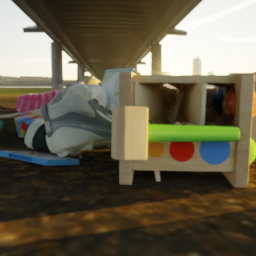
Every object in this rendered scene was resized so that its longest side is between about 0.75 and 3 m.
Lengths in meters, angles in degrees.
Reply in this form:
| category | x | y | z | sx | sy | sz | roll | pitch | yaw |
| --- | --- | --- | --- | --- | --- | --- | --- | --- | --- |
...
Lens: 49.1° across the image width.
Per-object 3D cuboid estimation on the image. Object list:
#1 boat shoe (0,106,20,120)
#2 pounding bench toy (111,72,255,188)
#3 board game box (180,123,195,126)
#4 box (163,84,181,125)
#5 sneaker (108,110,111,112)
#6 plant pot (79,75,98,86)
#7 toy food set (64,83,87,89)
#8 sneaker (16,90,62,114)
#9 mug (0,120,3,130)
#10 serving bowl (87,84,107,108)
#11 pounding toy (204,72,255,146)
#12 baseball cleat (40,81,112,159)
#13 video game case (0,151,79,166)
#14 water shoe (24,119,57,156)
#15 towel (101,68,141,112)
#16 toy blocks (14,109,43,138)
| category | x | y | z | sx | sy | sz | roll | pitch | yaw |
| --- | --- | --- | --- | --- | --- | --- | --- | --- | --- |
| boat shoe | -6.676 | -0.933 | 13.319 | 2.886 | 1.067 | 1.066 | -2 | 9 | -13 |
| pounding bench toy | 0.986 | 0.007 | 4.507 | 2.210 | 1.760 | 2.833 | 1 | 8 | 5 |
| board game box | 1.890 | -0.276 | 8.157 | 1.547 | 0.358 | 1.172 | 43 | -15 | -28 |
| box | 1.225 | -0.951 | 10.325 | 1.280 | 1.948 | 1.958 | -5 | 10 | -20 |
| sneaker | -0.464 | -0.117 | 8.393 | 1.583 | 0.785 | 0.560 | 8 | 22 | 33 |
| plant pot | -2.755 | -2.331 | 17.894 | 1.775 | 1.895 | 1.775 | 27 | -8 | 4 |
| toy food set | -3.070 | -1.207 | 13.653 | 2.586 | 1.644 | 0.407 | -20 | -7 | 15 |
| sneaker | -2.803 | -0.880 | 10.744 | 2.726 | 1.006 | 1.193 | -1 | -1 | 11 |
| mug | -5.394 | -0.687 | 9.336 | 2.115 | 1.738 | 1.308 | 2 | 11 | 13 |
| serving bowl | -1.672 | -1.354 | 14.265 | 0.564 | 1.714 | 1.714 | 17 | 17 | 37 |
| pounding toy | 2.548 | -0.207 | 6.944 | 2.359 | 1.821 | 1.095 | -23 | -5 | -34 |
| baseball cleat | -0.599 | -0.258 | 6.246 | 1.038 | 1.585 | 2.978 | -16 | -3 | 30 |
| video game case | -1.754 | 0.586 | 5.503 | 1.294 | 0.115 | 0.926 | 6 | -2 | 28 |
| water shoe | -1.534 | 0.204 | 7.147 | 0.987 | 0.894 | 2.502 | 26 | 19 | 14 |
| towel | -0.640 | -1.958 | 15.292 | 0.709 | 2.521 | 2.945 | 19 | -5 | -38 |
| toy blocks | -2.772 | -0.171 | 8.803 | 1.581 | 1.156 | 2.312 | -20 | 19 | -33 |
